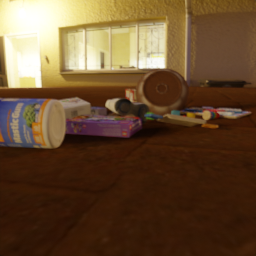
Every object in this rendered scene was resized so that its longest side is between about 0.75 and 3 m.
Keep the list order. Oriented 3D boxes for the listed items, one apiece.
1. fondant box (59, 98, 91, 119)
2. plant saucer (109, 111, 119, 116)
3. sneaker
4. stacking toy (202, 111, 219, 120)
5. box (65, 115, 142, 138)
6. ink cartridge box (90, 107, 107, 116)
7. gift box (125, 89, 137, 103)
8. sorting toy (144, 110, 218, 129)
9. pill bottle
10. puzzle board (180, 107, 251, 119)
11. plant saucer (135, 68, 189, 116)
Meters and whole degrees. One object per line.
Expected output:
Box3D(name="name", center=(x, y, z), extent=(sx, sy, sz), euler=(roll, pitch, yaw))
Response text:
Box3D(name="fondant box", center=(-2.790, -0.978, 13.624), extent=(1.356, 0.547, 1.879), euler=(-13, 22, -27))
Box3D(name="plant saucer", center=(-0.352, -0.870, 13.510), extent=(1.262, 0.231, 1.262), euler=(-33, 11, 7))
Box3D(name="sneaker", center=(0.045, -0.762, 11.215), extent=(0.952, 0.815, 2.186), euler=(19, -2, 44))
Box3D(name="stacking toy", center=(3.847, -0.560, 12.822), extent=(1.000, 0.427, 0.427), euler=(0, 8, -41))
Box3D(name="box", center=(-0.870, -0.109, 9.969), extent=(2.436, 0.476, 1.667), euler=(3, 11, 16))
Box3D(name="ink cartridge box", center=(-1.593, -0.832, 14.117), extent=(0.866, 0.364, 0.632), euler=(8, 13, 36))
Box3D(name="gift box", center=(0.743, -1.544, 14.913), extent=(1.439, 1.541, 1.422), euler=(-3, 16, -22))
Box3D(name="sorting toy", center=(1.921, -0.359, 10.261), extent=(2.744, 0.374, 1.545), euler=(9, -4, -10))
Box3D(name="pill bottle", center=(-3.102, -0.136, 7.791), extent=(2.420, 1.356, 1.356), euler=(1, 11, 7))
Box3D(name="puzzle board", center=(4.498, -0.849, 14.527), extent=(2.991, 0.260, 2.254), euler=(9, 14, 39))
Box3D(name="plant saucer", center=(1.640, -1.822, 13.545), extent=(2.622, 2.622, 0.480), euler=(1, -17, 5))
